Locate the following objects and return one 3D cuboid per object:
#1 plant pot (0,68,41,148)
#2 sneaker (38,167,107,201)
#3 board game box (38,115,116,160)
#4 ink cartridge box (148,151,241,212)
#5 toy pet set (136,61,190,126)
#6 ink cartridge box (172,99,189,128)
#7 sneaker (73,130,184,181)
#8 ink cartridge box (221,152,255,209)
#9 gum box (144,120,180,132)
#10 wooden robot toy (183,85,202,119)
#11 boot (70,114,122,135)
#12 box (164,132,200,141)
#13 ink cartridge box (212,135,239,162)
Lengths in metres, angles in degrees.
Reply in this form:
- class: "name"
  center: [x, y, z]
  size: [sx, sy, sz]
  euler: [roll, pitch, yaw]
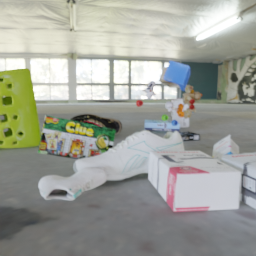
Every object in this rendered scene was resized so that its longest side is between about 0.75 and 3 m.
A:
- class: "plant pot"
  center: [-5.053, -0.662, 10.468]
  size: [2.615, 2.882, 2.868]
  euler: [-11, 13, -30]
- class: "sneaker"
  center: [-1.014, 1.167, 5.499]
  size: [1.373, 0.516, 0.607]
  euler: [-9, 23, -22]
- class: "board game box"
  center: [-1.219, 0.313, 6.846]
  size: [1.755, 0.919, 0.206]
  euler: [11, -8, -19]
- class: "ink cartridge box"
  center: [1.213, 0.968, 5.580]
  size: [1.252, 0.729, 1.719]
  euler: [1, 6, -11]
- class: "toy pet set"
  center: [1.107, -0.838, 6.841]
  size: [1.387, 1.295, 0.737]
  euler: [24, -7, -30]
- class: "ink cartridge box"
  center: [3.016, -0.903, 16.410]
  size: [0.900, 1.567, 2.158]
  euler: [-4, 7, 8]
- class: "sneaker"
  center: [0.072, 0.620, 6.653]
  size: [2.758, 1.105, 0.970]
  euler: [-4, 4, -18]
- class: "ink cartridge box"
  center: [2.764, 1.013, 5.146]
  size: [1.318, 0.757, 1.815]
  euler: [-2, 8, -15]
- class: "gum box"
  center: [1.699, -0.128, 14.533]
  size: [1.709, 0.448, 2.011]
  euler: [3, 6, 4]
- class: "wooden robot toy"
  center: [2.004, -0.831, 8.524]
  size: [0.598, 1.318, 0.581]
  euler: [-18, 42, -11]
- class: "boot"
  center: [-1.816, -0.038, 12.573]
  size: [2.676, 0.979, 2.015]
  euler: [9, 9, 16]
- class: "box"
  center: [2.298, 0.366, 11.992]
  size: [1.198, 0.261, 0.960]
  euler: [-3, 8, -19]
- class: "ink cartridge box"
  center: [2.338, 0.641, 6.727]
  size: [0.558, 0.329, 0.969]
  euler: [-42, 9, 34]
